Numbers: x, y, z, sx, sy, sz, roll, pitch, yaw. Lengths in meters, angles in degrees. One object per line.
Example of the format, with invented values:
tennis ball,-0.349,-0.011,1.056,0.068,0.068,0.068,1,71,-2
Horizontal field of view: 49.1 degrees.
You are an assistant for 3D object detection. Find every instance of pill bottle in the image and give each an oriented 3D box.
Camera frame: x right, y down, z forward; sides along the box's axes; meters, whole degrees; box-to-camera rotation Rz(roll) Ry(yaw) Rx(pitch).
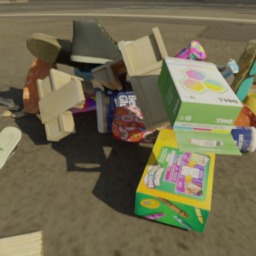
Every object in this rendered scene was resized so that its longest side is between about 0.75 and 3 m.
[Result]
pill bottle,0.197,-0.599,9.387,2.492,1.384,1.384,-4,29,-6
pill bottle,3.042,0.310,8.384,1.354,0.752,0.752,4,29,8

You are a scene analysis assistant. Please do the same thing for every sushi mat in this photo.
sushi mat,-2.770,2.521,4.958,2.444,0.148,1.169,-7,28,-12

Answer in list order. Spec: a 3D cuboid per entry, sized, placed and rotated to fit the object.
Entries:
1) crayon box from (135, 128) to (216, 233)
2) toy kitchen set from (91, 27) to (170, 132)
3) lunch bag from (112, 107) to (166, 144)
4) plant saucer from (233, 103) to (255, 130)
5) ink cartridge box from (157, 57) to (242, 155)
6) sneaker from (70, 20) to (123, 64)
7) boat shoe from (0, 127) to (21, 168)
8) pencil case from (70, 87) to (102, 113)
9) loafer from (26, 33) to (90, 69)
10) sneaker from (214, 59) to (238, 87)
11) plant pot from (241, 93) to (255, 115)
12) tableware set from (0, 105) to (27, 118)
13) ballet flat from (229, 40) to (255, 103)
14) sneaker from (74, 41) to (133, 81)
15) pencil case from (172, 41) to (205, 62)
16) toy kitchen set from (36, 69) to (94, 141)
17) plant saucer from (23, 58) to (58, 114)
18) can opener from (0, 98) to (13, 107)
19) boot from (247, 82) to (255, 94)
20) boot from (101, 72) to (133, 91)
crayon box,1.169,1.034,6.429,1.445,0.709,2.433,12,36,14
toy kitchen set,0.311,-0.874,7.695,2.069,2.288,2.536,-20,-11,10
lunch bag,0.317,-0.172,8.133,1.526,0.625,1.344,7,36,0
plant saucer,3.411,-0.347,9.597,2.028,0.327,2.028,6,43,-5
ink cartridge box,1.286,-0.492,5.121,1.104,0.630,2.126,5,40,-10
sneaker,-0.578,-2.525,8.308,2.245,1.193,0.840,-6,21,-31
boat shoe,-3.411,0.796,7.164,0.659,0.621,1.836,32,49,-3
pencil case,-1.962,-0.942,10.502,2.141,0.946,0.946,-16,32,-26
loafer,-2.188,-2.450,8.900,2.033,0.773,0.686,17,40,-27
sneaker,2.579,-1.654,9.832,2.551,1.030,0.976,-10,23,28
plant pot,4.651,-0.829,10.442,1.123,0.797,1.123,0,28,0
tableware set,-4.300,-0.621,10.776,1.084,0.126,0.905,9,30,17
ballet flat,3.489,-1.663,8.465,0.743,2.102,0.743,6,43,-6
sneaker,-0.632,-2.331,9.878,2.707,1.001,1.109,-26,8,-2
pencil case,1.827,-2.260,9.833,1.766,0.781,0.781,-33,4,40
toy kitchen set,-1.471,-0.757,8.498,1.597,1.957,1.766,-25,-19,31
plant saucer,-3.140,-1.601,10.097,0.425,2.270,2.270,15,14,-40
can opener,-5.240,-1.043,11.447,1.096,0.367,0.292,19,30,8
boot,5.427,-1.693,11.793,2.847,1.030,2.369,3,29,8
boot,-0.147,-1.578,9.737,1.944,1.693,0.673,-25,63,-18
